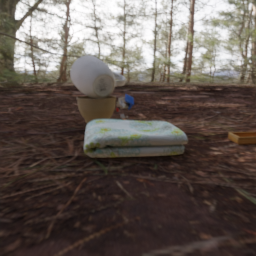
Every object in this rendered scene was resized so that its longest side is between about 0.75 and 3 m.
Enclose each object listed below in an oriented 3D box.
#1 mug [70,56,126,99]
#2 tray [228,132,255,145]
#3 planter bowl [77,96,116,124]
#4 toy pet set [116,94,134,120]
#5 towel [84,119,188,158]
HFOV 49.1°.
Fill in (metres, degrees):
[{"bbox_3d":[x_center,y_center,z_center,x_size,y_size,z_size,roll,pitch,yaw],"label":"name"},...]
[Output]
[{"bbox_3d":[-1.103,-1.997,11.470,2.085,1.540,1.828,-5,28,-28],"label":"mug"},{"bbox_3d":[3.770,0.297,8.395,1.325,0.245,0.653,-2,12,-7],"label":"tray"},{"bbox_3d":[-1.258,-0.720,11.248,1.561,1.051,1.561,0,12,0],"label":"planter bowl"},{"bbox_3d":[-0.040,-0.657,9.933,0.519,0.977,0.912,-8,49,10],"label":"toy pet set"},{"bbox_3d":[0.113,0.210,7.845,2.633,0.634,2.254,-2,11,-7],"label":"towel"}]
